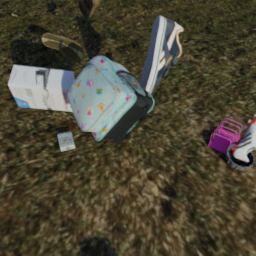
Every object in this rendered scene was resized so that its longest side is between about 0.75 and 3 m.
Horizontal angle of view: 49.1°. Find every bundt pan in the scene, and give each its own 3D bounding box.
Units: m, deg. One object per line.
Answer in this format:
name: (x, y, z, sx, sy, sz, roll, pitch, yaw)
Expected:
bundt pan: (4.037, 1.116, 10.240, 1.024, 0.384, 1.024, 4, 51, -5)

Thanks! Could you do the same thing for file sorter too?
file sorter: (3.821, 0.290, 10.930, 0.843, 0.761, 1.213, 27, 49, 26)

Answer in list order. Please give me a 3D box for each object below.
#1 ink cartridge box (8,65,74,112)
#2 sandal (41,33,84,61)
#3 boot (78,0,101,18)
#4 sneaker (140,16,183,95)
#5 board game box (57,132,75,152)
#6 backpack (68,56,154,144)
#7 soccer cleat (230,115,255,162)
ink cartridge box: (-2.763, -1.268, 9.341, 1.930, 1.396, 0.813, 6, 64, -4)
sandal: (-2.590, -3.330, 11.304, 1.755, 0.705, 0.474, 21, 23, -17)
boot: (-1.465, -5.039, 11.364, 0.754, 0.736, 1.999, -39, 18, -16)
sneaker: (1.176, -2.312, 9.549, 1.058, 2.665, 1.045, 10, 13, -18)
board game box: (-2.448, 0.534, 11.052, 0.557, 0.243, 0.755, -13, 43, -13)
backpack: (-0.654, -0.870, 7.734, 1.642, 1.882, 2.141, 13, 37, -45)
soccer cleat: (2.874, 0.226, 6.462, 0.514, 0.414, 1.206, 36, 91, 31)
